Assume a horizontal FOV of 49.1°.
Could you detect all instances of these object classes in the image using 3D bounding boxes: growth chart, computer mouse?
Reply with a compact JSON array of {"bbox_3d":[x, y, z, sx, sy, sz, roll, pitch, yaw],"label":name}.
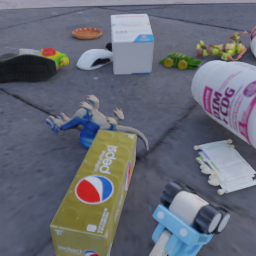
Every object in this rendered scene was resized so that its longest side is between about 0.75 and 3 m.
[{"bbox_3d":[2.190,0.824,6.431,1.211,0.148,1.674,-7,35,-8],"label":"growth chart"},{"bbox_3d":[-1.022,-3.094,11.748,1.451,0.581,2.646,26,42,31],"label":"computer mouse"}]

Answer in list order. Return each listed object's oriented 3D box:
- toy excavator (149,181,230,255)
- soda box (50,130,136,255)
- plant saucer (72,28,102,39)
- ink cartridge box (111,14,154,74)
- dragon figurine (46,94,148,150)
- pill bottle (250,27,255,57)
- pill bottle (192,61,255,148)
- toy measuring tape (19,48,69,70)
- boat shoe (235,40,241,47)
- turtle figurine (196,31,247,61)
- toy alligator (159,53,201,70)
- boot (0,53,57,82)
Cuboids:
[{"bbox_3d":[0.626,1.827,4.384,0.906,1.813,1.763,29,0,37],"label":"toy excavator"},{"bbox_3d":[-0.506,1.127,5.378,0.888,0.839,2.623,7,35,9],"label":"soda box"},{"bbox_3d":[-2.149,-4.972,14.783,1.536,0.248,1.536,1,35,-1],"label":"plant saucer"},{"bbox_3d":[0.112,-3.269,10.870,1.472,1.446,1.999,-2,49,-2],"label":"ink cartridge box"},{"bbox_3d":[-0.743,0.053,6.994,2.560,1.273,0.753,27,36,-1],"label":"dragon figurine"},{"bbox_3d":[5.934,-3.730,12.190,1.120,1.120,2.044,10,36,15],"label":"pill bottle"},{"bbox_3d":[2.816,-0.704,6.843,1.618,1.618,2.855,-9,26,-13],"label":"pill bottle"},{"bbox_3d":[-3.471,-2.733,11.009,2.495,0.918,0.918,13,37,19],"label":"toy measuring tape"},{"bbox_3d":[4.767,-3.580,12.593,0.478,0.504,1.331,31,54,32],"label":"boat shoe"},{"bbox_3d":[4.073,-3.401,11.972,2.039,0.814,2.529,8,47,28],"label":"turtle figurine"},{"bbox_3d":[2.307,-2.686,11.201,2.182,0.524,0.723,13,37,18],"label":"toy alligator"},{"bbox_3d":[-3.938,-2.494,10.607,2.626,1.017,1.816,-1,30,-4],"label":"boot"}]
